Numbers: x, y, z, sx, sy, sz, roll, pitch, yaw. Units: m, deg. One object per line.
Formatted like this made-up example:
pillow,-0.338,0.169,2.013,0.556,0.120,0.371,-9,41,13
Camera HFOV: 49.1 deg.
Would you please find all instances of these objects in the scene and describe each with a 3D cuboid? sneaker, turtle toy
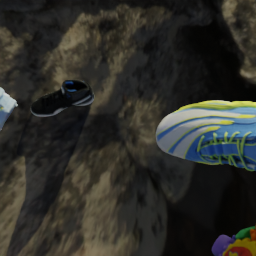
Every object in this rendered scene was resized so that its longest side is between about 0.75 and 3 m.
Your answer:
sneaker,-1.796,-0.854,7.309,1.737,0.972,0.635,-16,74,-5
sneaker,1.643,0.100,4.043,2.866,1.505,1.085,-3,93,23
turtle toy,1.745,2.285,4.078,1.273,2.518,1.835,33,39,-16

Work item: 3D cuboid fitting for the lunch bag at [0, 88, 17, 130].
lunch bag,-3.054,-0.311,4.619,1.916,2.260,1.437,32,41,-20
